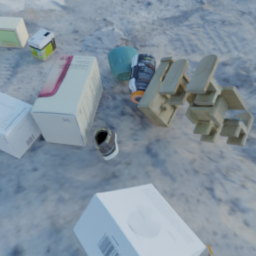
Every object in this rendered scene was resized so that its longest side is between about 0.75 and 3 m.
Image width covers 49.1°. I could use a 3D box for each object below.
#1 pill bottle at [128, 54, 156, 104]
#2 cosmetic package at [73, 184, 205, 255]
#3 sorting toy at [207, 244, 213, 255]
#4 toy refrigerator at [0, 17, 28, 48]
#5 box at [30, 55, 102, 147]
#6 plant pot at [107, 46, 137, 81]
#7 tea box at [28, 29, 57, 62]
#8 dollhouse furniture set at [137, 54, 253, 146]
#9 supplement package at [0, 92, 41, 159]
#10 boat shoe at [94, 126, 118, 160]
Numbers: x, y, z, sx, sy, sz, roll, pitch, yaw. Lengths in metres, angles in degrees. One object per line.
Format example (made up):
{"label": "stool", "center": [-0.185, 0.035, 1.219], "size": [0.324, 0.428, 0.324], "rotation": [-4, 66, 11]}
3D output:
{"label": "pill bottle", "center": [0.468, -1.627, 9.434], "size": [0.850, 0.850, 1.601], "rotation": [6, 66, 4]}
{"label": "cosmetic package", "center": [0.247, 2.423, 6.137], "size": [1.983, 1.219, 1.977], "rotation": [3, 36, -48]}
{"label": "sorting toy", "center": [2.003, 3.229, 6.455], "size": [0.146, 0.602, 1.068], "rotation": [-22, 79, -2]}
{"label": "toy refrigerator", "center": [-5.639, -4.012, 11.707], "size": [2.512, 0.954, 0.879], "rotation": [4, 54, 2]}
{"label": "box", "center": [-1.828, -0.903, 8.958], "size": [1.364, 1.601, 2.504], "rotation": [6, 53, 9]}
{"label": "plant pot", "center": [-0.149, -2.304, 10.379], "size": [1.147, 1.147, 0.920], "rotation": [-7, 73, -5]}
{"label": "tea box", "center": [-3.417, -3.302, 11.221], "size": [0.596, 0.877, 0.892], "rotation": [23, 57, 16]}
{"label": "dollhouse furniture set", "center": [1.981, -1.053, 8.180], "size": [2.890, 2.533, 1.920], "rotation": [6, 62, 48]}
{"label": "supplement package", "center": [-4.067, -0.255, 8.719], "size": [2.283, 1.250, 1.298], "rotation": [22, 57, 16]}
{"label": "boat shoe", "center": [-0.710, 0.307, 8.316], "size": [0.631, 0.523, 1.756], "rotation": [-32, 25, 5]}
